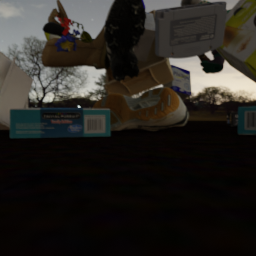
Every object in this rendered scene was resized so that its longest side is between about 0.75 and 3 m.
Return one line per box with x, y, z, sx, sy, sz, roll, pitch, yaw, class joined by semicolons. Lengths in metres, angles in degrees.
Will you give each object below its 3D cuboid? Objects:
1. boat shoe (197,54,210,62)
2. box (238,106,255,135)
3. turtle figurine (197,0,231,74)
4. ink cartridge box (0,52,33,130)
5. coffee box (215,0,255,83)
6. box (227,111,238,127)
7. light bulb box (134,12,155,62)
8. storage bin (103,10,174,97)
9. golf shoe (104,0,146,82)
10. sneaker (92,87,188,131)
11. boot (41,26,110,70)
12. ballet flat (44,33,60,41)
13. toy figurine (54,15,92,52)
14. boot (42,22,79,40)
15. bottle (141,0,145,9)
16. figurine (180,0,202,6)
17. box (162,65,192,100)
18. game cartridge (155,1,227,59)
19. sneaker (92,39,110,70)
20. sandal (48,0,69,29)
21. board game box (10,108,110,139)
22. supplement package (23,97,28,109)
3.047;-2.815;11.340;0.343;0.930;0.344;-44;-10;13;boat shoe
3.191;-0.132;5.359;2.160;0.531;0.889;-1;2;-29;box
2.894;-3.060;8.789;1.399;2.080;2.779;-7;42;36;turtle figurine
-3.895;-0.953;7.253;2.543;1.635;1.592;2;-22;23;ink cartridge box
3.198;-2.149;6.985;1.461;1.459;1.445;27;20;-42;coffee box
5.155;-0.330;10.701;2.515;0.625;2.496;0;1;17;box
0.439;-3.612;10.969;0.881;1.411;1.399;9;-44;-12;light bulb box
0.226;-3.009;11.905;2.884;2.904;1.361;-18;-32;18;storage bin
-0.243;-2.620;7.753;1.099;1.336;2.828;-10;-32;-13;golf shoe
0.219;-0.251;6.859;2.609;0.987;1.144;0;-20;39;sneaker
-1.565;-2.785;9.169;2.195;1.922;0.726;7;-24;15;boot
-3.274;-3.805;12.941;0.680;2.034;0.682;-30;37;-24;ballet flat
-1.628;-2.369;7.490;0.810;0.713;1.352;-40;-3;22;toy figurine
-2.197;-3.163;9.791;1.273;0.418;1.049;42;31;11;boot
0.004;-3.269;7.785;0.962;0.402;0.314;-8;25;38;bottle
1.957;-3.805;9.165;0.746;1.732;1.690;8;14;14;figurine
2.156;-2.001;12.436;1.155;1.255;0.659;10;-20;-32;box
1.230;-1.910;5.586;1.488;0.992;0.301;-12;32;-13;game cartridge
-1.435;-3.093;11.678;2.869;1.145;1.867;12;19;13;sneaker
-2.650;-3.998;10.487;0.677;0.755;2.058;-31;4;-6;sandal
-1.266;-0.108;5.400;1.552;0.482;2.055;0;2;-13;board game box
-4.606;-0.970;10.764;1.401;1.846;1.391;-1;2;-16;supplement package
